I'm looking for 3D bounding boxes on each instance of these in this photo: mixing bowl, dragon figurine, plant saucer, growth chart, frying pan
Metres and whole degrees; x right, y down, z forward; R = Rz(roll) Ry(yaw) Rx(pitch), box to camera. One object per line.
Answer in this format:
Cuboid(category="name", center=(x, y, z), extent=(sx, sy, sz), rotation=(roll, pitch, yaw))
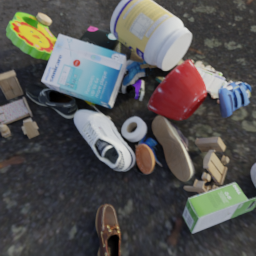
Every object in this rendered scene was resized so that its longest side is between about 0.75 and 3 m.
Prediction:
Cuboid(category="mixing bowl", center=(2.005, -1.152, 10.301), extent=(2.379, 2.379, 1.288), rotation=(-40, 73, -24))
Cuboid(category="dragon figurine", center=(0.777, 0.683, 10.131), extent=(1.578, 0.464, 0.785), rotation=(33, 60, 28))
Cuboid(category="plant saucer", center=(0.594, 1.050, 9.536), extent=(0.192, 1.028, 1.028), rotation=(-9, 53, -30))
Cuboid(category="growth chart", center=(3.402, -2.135, 12.311), extent=(2.291, 0.203, 1.658), rotation=(33, 61, 21))
Cuboid(category="frying pan", center=(0.462, 1.168, 10.029), extent=(0.788, 0.212, 1.303), rotation=(-12, 47, -16))

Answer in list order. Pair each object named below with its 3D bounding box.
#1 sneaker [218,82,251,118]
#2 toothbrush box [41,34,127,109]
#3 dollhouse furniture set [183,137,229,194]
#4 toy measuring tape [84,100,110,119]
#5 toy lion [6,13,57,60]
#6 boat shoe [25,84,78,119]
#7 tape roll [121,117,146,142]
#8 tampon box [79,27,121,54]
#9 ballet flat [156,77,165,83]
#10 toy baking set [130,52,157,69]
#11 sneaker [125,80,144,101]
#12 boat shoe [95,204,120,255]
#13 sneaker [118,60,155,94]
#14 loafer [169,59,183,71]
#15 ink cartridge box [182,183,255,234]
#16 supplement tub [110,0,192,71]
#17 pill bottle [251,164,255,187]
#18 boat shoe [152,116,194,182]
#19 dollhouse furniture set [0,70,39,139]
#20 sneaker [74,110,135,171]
Cuboid(category="sneaker", center=(3.788, -1.104, 9.991), extent=(0.992, 0.891, 2.411), rotation=(-1, 26, 28))
Cuboid(category="toothbrush box", center=(-1.578, -2.071, 10.491), extent=(2.619, 1.117, 1.918), rotation=(20, 85, 5))
Cuboid(category="dollhouse furniture set", center=(2.656, 1.420, 9.578), extent=(0.888, 1.039, 2.005), rotation=(-8, 43, 46))
Cuboid(category="toy measuring tape", center=(-1.321, -1.188, 11.279), extent=(2.038, 0.750, 0.750), rotation=(41, 64, 15))
Cuboid(category="toy lion", center=(-4.029, -3.959, 12.012), extent=(2.831, 0.972, 2.714), rotation=(52, 28, 18))
Cuboid(category="boat shoe", center=(-3.136, -1.300, 11.356), extent=(2.527, 0.855, 0.908), rotation=(26, 61, 18))
Cuboid(category="tape roll", center=(0.218, 0.055, 10.390), extent=(0.920, 0.322, 0.920), rotation=(-19, 52, 26))
Cuboid(category="tampon box", center=(-1.433, -3.163, 12.331), extent=(1.579, 1.330, 2.107), rotation=(21, 58, 14))
Cuboid(category="ballet flat", center=(1.712, -1.903, 12.012), extent=(0.408, 0.408, 1.153), rotation=(-40, 68, -24))
Cuboid(category="toy baking set", center=(1.145, -3.351, 11.758), extent=(2.374, 0.276, 1.822), rotation=(-11, 69, -12))
Cuboid(category="sneaker", center=(0.253, -1.621, 11.381), extent=(0.718, 0.502, 1.444), rotation=(12, 30, -7))
Cuboid(category="boat shoe", center=(-0.511, 3.203, 8.224), extent=(0.702, 0.701, 1.993), rotation=(12, 55, -30))
Cuboid(category="sneaker", center=(0.073, -2.567, 12.168), extent=(1.236, 1.069, 2.852), rotation=(19, 45, 40))
Cuboid(category="loafer", center=(1.744, -3.563, 12.649), extent=(0.944, 1.046, 2.766), rotation=(-37, 64, 0))
Cuboid(category="ink cartridge box", center=(2.863, 2.363, 8.567), extent=(2.235, 1.160, 0.663), rotation=(-15, 51, -13))
Cuboid(category="supplement tub", center=(0.860, -3.633, 10.713), extent=(1.951, 1.951, 2.684), rotation=(-39, 70, -23))
Cuboid(category="pill bottle", center=(5.543, 1.271, 9.200), extent=(2.644, 1.469, 1.469), rotation=(-24, 59, -16))
Cuboid(category="boat shoe", center=(1.721, 0.654, 9.922), extent=(0.865, 0.960, 2.668), rotation=(4, 45, -34))
Cuboid(category="dollhouse furniture set", center=(-4.551, -0.776, 10.793), extent=(1.361, 1.163, 2.626), rotation=(-24, 59, -16))
Cuboid(category="sneaker", center=(-0.983, 0.323, 9.735), extent=(2.921, 1.176, 1.116), rotation=(42, 104, 22))
